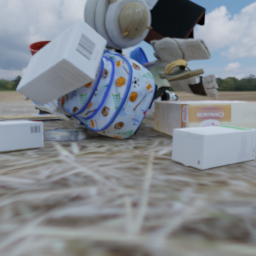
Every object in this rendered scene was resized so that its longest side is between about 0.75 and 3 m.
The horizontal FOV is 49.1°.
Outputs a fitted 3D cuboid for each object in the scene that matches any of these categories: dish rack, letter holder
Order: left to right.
[{"bbox_3d":[0.345,-1.161,9.146,2.258,1.938,0.492,8,-16,-41],"label":"dish rack"},{"bbox_3d":[1.034,-3.367,8.919,2.527,1.271,1.796,36,3,16],"label":"letter holder"}]

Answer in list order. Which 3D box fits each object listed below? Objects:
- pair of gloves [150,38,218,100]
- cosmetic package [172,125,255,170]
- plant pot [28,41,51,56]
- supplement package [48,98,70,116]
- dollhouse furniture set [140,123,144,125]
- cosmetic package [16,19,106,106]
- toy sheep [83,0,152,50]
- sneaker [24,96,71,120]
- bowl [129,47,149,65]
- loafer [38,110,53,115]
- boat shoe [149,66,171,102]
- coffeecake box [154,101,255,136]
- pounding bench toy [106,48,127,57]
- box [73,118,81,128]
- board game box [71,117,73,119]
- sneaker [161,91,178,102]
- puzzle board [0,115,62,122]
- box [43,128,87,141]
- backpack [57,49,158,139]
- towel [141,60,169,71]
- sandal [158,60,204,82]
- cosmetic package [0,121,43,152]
[{"bbox_3d":[1.505,-1.575,7.570,1.748,0.360,2.055,18,-25,42],"label":"pair of gloves"},{"bbox_3d":[1.460,0.291,4.714,1.334,0.566,0.718,-3,9,-34],"label":"cosmetic package"},{"bbox_3d":[-2.531,-2.107,8.799,0.997,0.970,0.997,1,35,-1],"label":"plant pot"},{"bbox_3d":[-1.784,-0.914,8.652,1.299,0.720,1.011,15,25,-49],"label":"supplement package"},{"bbox_3d":[-0.134,-0.611,11.110,1.740,0.873,1.140,5,8,39],"label":"dollhouse furniture set"},{"bbox_3d":[-1.577,-1.388,6.414,2.205,1.118,0.786,-14,-37,44],"label":"cosmetic package"},{"bbox_3d":[-0.372,-3.013,7.516,1.855,1.855,2.691,-4,24,-31],"label":"toy sheep"},{"bbox_3d":[-3.166,-0.873,11.104,2.103,0.762,0.756,33,14,4],"label":"sneaker"},{"bbox_3d":[0.572,-2.094,10.803,0.396,2.015,2.015,-15,2,18],"label":"bowl"},{"bbox_3d":[-3.884,-1.061,15.179,0.848,0.829,2.324,3,7,22],"label":"loafer"},{"bbox_3d":[0.794,-1.353,8.946,2.306,0.844,0.723,-38,-8,-44],"label":"boat shoe"},{"bbox_3d":[2.064,-0.289,7.945,1.998,0.951,2.603,-2,7,-12],"label":"coffeecake box"},{"bbox_3d":[-0.961,-2.265,10.456,1.742,1.387,2.233,34,26,-15],"label":"pounding bench toy"},{"bbox_3d":[-1.417,-0.685,10.926,1.529,0.788,2.622,-13,8,-10],"label":"box"},{"bbox_3d":[-1.933,-1.153,12.671,1.455,1.451,0.299,-6,33,-20],"label":"board game box"},{"bbox_3d":[1.696,-1.324,11.604,0.948,0.622,1.647,-7,4,-10],"label":"sneaker"},{"bbox_3d":[-4.304,-0.425,12.497,2.501,0.218,1.885,-4,6,-33],"label":"puzzle board"},{"bbox_3d":[-1.612,0.168,7.233,0.923,0.223,0.731,1,6,15],"label":"box"},{"bbox_3d":[-0.528,-0.920,7.230,1.923,2.496,2.378,10,14,-45],"label":"backpack"},{"bbox_3d":[1.246,-2.056,10.644,1.453,0.234,1.387,-14,-34,17],"label":"towel"},{"bbox_3d":[1.119,-1.351,6.435,0.642,0.432,1.598,-17,19,-13],"label":"sandal"},{"bbox_3d":[-2.902,0.199,5.432,2.254,0.571,0.930,-5,8,-38],"label":"cosmetic package"}]
